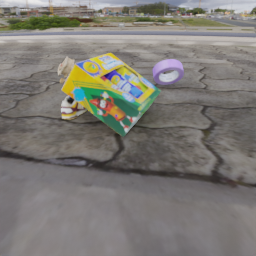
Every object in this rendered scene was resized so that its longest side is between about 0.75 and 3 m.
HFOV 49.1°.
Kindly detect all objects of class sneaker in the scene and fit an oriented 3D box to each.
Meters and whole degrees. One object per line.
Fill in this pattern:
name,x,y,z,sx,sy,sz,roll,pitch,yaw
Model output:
sneaker,-1.866,-0.865,9.967,0.594,0.714,1.585,5,24,11

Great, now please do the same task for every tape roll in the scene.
tape roll,1.820,-2.524,12.750,1.347,1.347,0.442,-3,66,-7

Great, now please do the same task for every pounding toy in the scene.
pounding toy,-2.430,-2.334,11.304,0.648,1.129,0.646,20,47,-29

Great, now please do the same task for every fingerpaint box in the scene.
fingerpaint box,-0.371,-1.235,9.002,2.303,1.012,2.760,37,28,3
